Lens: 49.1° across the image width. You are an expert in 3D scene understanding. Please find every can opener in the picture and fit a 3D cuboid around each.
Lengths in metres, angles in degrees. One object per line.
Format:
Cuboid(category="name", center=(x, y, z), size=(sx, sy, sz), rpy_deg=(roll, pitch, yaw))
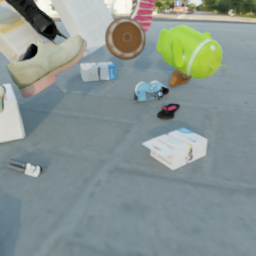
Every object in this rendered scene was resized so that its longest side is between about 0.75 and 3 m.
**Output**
Cuboid(category="can opener", center=(-2.459, 0.957, 6.672), size=(0.951, 0.250, 0.316), rpy_deg=(11, -8, 19))

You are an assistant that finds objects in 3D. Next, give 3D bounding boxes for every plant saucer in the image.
Cuboid(category="plant saucer", center=(-0.050, -2.447, 7.639), size=(1.154, 1.154, 0.211), rpy_deg=(-6, 9, -12))

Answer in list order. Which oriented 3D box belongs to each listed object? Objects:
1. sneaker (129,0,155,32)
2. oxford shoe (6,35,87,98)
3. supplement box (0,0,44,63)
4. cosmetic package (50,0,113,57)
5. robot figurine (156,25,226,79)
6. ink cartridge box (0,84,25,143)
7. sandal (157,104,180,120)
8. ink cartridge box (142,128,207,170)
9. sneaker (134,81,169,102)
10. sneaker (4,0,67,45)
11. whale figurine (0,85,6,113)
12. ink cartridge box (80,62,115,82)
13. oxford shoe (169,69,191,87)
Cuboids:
Cuboid(category="sneaker", center=(0.467, -4.680, 10.787), size=(0.892, 2.420, 1.058), rpy_deg=(-2, 49, -18))
Cuboid(category="oxford shoe", center=(-1.936, -1.857, 7.086), size=(0.920, 0.959, 2.599), rpy_deg=(-6, 36, 34))
Cuboid(category="supplement box", center=(-4.454, -3.581, 10.484), size=(0.781, 2.124, 1.338), rpy_deg=(-31, 15, 48))
Cuboid(category="cosmetic package", center=(-1.602, -4.284, 10.534), size=(0.670, 2.593, 1.955), rpy_deg=(-5, 32, 45))
Cuboid(category="robot figurine", center=(1.850, -2.254, 8.373), size=(1.846, 1.217, 2.104), rpy_deg=(-22, 51, -41))
Cuboid(category="ink cartridge box", center=(-4.703, -0.317, 8.133), size=(2.885, 1.216, 2.088), rpy_deg=(-12, 28, -23))
Cuboid(category="sandal", center=(1.439, -0.682, 9.916), size=(0.596, 0.358, 1.587), rpy_deg=(10, 27, 21))
Cuboid(category="ink cartridge box", center=(1.173, 0.549, 7.134), size=(1.494, 0.507, 0.860), rpy_deg=(-17, 30, -32))
Cuboid(category="sneaker", center=(0.955, -1.438, 11.115), size=(0.849, 0.739, 1.887), rpy_deg=(24, 35, 35))
Cuboid(category="sneaker", center=(-3.341, -4.082, 10.226), size=(0.846, 2.817, 1.469), rpy_deg=(-46, 63, -1))
Cuboid(category="whale figurine", center=(-2.968, -0.966, 5.445), size=(1.636, 1.302, 0.849), rpy_deg=(29, 36, 6))
Cuboid(category="ink cartridge box", center=(-1.533, -2.846, 14.116), size=(1.610, 0.679, 1.175), rpy_deg=(-6, 26, -13))
Cuboid(category="oxford shoe", center=(2.480, -2.363, 13.108), size=(0.736, 0.736, 2.065), rpy_deg=(20, 31, 23))
